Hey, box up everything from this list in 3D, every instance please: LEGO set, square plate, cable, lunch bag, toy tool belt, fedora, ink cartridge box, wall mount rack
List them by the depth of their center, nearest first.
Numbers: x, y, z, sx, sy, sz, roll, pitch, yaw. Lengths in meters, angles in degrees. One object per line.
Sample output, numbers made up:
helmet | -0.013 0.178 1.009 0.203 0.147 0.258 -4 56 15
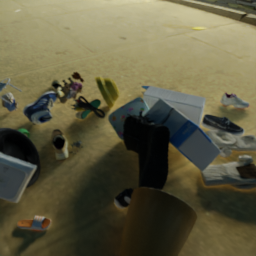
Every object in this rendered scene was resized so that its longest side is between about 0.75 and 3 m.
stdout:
square plate | -3.827 1.530 8.466 1.577 1.562 0.224 25 19 -22
fedora | -4.142 1.173 9.638 1.078 2.360 2.360 -33 34 19
ink cartridge box | 1.913 0.198 10.229 1.036 1.795 2.474 -48 38 5
LEGO set | -2.078 0.726 11.226 0.525 0.229 0.809 -3 38 -4
lunch bag | 0.129 -0.322 11.432 1.722 1.381 0.664 -31 4 6
cable | -1.749 -0.888 12.367 1.569 0.395 0.762 22 52 -26
wall mount rack | -5.561 -1.594 12.606 1.187 0.509 1.366 12 58 27
toy tool belt | -5.388 -1.045 12.855 0.672 1.076 0.661 -34 63 -26

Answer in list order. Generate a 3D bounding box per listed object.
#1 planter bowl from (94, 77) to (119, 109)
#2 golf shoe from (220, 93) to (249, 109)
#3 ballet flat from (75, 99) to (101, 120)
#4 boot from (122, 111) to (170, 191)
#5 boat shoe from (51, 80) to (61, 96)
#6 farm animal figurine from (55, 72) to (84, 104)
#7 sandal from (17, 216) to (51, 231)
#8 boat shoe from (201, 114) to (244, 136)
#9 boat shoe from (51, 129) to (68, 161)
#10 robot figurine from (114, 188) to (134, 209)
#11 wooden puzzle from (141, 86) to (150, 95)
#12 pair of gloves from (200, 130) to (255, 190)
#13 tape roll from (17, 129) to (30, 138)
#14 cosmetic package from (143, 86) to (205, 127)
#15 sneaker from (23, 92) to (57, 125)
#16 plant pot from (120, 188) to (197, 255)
planter bowl | -0.866 -1.771 13.121 0.712 1.710 1.710 -25 39 5
golf shoe | 5.187 -1.320 13.541 1.358 0.621 0.511 13 39 13
ballet flat | -1.897 -0.933 13.132 0.490 0.530 1.570 11 38 31
boot | 0.473 0.817 9.783 0.985 2.662 2.182 1 11 -27
boat shoe | -3.784 -2.175 14.743 0.541 0.467 1.483 -7 38 -8
farm animal figurine | -2.616 -1.761 13.203 1.421 0.885 1.760 -31 31 16
sandal | -2.861 2.856 8.446 1.023 0.293 0.392 -1 38 -1
boat shoe | 4.095 -0.166 12.022 1.810 0.613 0.649 19 42 17
boat shoe | -2.736 0.541 11.170 0.650 0.583 1.756 -14 40 -17
robot figurine | -0.089 2.239 8.906 0.569 0.757 0.472 46 17 -3
wooden puzzle | 1.473 -1.526 14.130 1.441 0.250 2.135 -3 38 -11
pair of gloves | 3.918 1.043 10.578 2.544 0.525 2.992 4 37 5
tape roll | -4.278 0.429 10.983 0.203 0.846 0.846 40 51 19
cosmetic package | 1.973 -0.867 12.391 2.593 1.318 0.960 16 41 18
sneaker | -3.658 -0.820 12.678 1.368 0.753 1.868 31 53 28
plant pot | 0.601 2.924 7.321 1.897 1.897 2.035 16 55 19
